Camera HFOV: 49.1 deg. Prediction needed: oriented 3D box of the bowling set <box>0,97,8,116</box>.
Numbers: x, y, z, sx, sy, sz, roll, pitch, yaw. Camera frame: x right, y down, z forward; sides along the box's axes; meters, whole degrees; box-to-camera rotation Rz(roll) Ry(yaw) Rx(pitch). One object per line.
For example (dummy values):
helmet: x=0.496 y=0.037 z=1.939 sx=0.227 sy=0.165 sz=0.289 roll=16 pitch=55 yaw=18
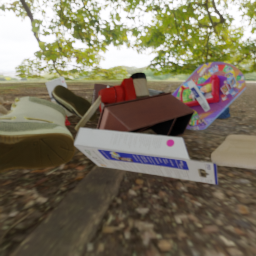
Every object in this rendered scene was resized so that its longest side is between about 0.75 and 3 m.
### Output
bowling set: x=-3.757 y=-0.071 z=7.473 sx=2.122 sy=1.477 sz=1.139 roll=46 pitch=-1 yaw=36

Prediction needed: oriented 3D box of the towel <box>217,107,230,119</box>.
towel: x=3.400 y=-0.688 z=11.903 sx=1.678 sy=0.407 sz=0.937 roll=8 pitch=15 yaw=33

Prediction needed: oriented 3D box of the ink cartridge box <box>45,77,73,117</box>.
ink cartridge box: x=-2.742 y=-1.243 z=11.385 sx=0.636 sy=1.514 sz=1.105 roll=-16 pitch=15 yaw=-2

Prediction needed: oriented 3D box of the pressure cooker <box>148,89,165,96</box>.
pressure cooker: x=1.129 y=-1.013 z=11.515 sx=1.247 sy=1.114 sz=1.096 roll=15 pitch=33 yaw=23

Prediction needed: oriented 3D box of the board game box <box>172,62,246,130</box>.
board game box: x=2.443 y=-1.271 z=9.429 sx=0.529 sy=2.717 sz=2.147 roll=40 pitch=7 yaw=-44

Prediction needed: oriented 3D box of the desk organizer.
desk organizer: x=0.532 y=-0.165 z=7.555 sx=2.640 sy=0.947 sz=1.016 roll=-16 pitch=47 yaw=-41

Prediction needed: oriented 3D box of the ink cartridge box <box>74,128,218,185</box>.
ink cartridge box: x=0.349 y=0.501 z=4.939 sx=2.397 sy=0.444 sz=1.135 roll=8 pitch=-24 yaw=22

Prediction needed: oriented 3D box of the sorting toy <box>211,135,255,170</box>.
sorting toy: x=2.885 y=0.562 z=6.112 sx=1.760 sy=0.347 sz=1.901 roll=3 pitch=14 yaw=29

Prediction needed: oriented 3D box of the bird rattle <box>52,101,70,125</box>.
bird rattle: x=-2.493 y=-0.456 z=9.727 sx=0.671 sy=0.971 sz=1.192 roll=-23 pitch=7 yaw=-12

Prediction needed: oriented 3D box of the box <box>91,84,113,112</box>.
box: x=-0.665 y=-1.175 z=11.900 sx=0.923 sy=1.233 sz=2.462 roll=7 pitch=7 yaw=-31

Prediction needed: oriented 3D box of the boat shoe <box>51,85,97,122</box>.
boat shoe: x=-2.054 y=-0.883 z=10.604 sx=1.909 sy=0.682 sz=0.627 roll=37 pitch=-27 yaw=-21

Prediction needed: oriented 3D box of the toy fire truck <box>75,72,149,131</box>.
toy fire truck: x=-0.612 y=-0.626 z=9.089 sx=2.406 sy=1.548 sz=2.118 roll=-7 pitch=-15 yaw=-16

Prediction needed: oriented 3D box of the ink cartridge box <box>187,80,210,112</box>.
ink cartridge box: x=2.012 y=-0.957 z=8.076 sx=0.182 sy=0.827 sz=0.843 roll=-35 pitch=16 yaw=18

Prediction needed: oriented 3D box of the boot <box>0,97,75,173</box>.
boot: x=-2.577 y=0.013 z=5.850 sx=2.712 sy=0.977 sz=2.097 roll=0 pitch=25 yaw=-18
